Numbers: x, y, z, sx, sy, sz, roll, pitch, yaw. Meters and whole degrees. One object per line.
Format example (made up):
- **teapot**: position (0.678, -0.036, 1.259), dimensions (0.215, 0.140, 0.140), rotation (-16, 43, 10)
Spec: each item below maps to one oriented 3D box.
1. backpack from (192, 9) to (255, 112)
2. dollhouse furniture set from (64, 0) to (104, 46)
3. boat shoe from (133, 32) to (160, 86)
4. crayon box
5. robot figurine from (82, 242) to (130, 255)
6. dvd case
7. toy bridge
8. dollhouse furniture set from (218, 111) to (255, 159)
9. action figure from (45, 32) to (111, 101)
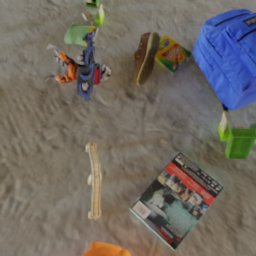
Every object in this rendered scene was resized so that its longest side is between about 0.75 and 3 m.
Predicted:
- **backpack**: position (3.667, -2.485, 8.974), dimensions (2.330, 2.406, 2.867), rotation (-20, 65, -16)
- **dollhouse furniture set**: position (-1.597, -4.185, 10.485), dimensions (1.123, 0.868, 2.248), rotation (12, 67, 6)
- **boat shoe**: position (0.534, -2.398, 9.736), dimensions (0.647, 0.689, 1.915), rotation (15, 87, 31)
- **crayon box**: position (1.407, -2.746, 10.142), dimensions (1.467, 0.373, 0.931), rotation (41, 73, 16)
- **robot figurine**: position (-0.518, 3.735, 6.201), dimensions (1.867, 2.596, 1.514), rotation (-32, 111, 5)
- **dvd case**: position (1.419, 2.052, 8.152), dimensions (1.689, 0.255, 2.314), rotation (39, 71, 15)
- **toy bridge**: position (-0.982, 1.489, 8.100), dimensions (0.307, 0.759, 2.258), rotation (2, 66, -18)
- **dollhouse furniture set**: position (3.857, 0.100, 8.216), dimensions (2.041, 1.025, 1.337), rotation (0, 45, 4)
- **action figure**: position (-1.580, -2.186, 9.330), dimensions (2.175, 2.248, 1.176), rotation (16, 24, -2)
